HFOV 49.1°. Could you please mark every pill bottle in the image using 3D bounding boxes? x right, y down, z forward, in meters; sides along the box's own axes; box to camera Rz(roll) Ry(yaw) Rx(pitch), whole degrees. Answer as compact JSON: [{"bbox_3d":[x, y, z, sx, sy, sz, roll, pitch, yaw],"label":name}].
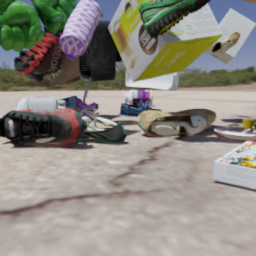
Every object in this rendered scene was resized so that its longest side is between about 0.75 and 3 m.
[{"bbox_3d":[0.696,-1.994,18.846,1.865,1.048,1.048,0,9,-1],"label":"pill bottle"}]

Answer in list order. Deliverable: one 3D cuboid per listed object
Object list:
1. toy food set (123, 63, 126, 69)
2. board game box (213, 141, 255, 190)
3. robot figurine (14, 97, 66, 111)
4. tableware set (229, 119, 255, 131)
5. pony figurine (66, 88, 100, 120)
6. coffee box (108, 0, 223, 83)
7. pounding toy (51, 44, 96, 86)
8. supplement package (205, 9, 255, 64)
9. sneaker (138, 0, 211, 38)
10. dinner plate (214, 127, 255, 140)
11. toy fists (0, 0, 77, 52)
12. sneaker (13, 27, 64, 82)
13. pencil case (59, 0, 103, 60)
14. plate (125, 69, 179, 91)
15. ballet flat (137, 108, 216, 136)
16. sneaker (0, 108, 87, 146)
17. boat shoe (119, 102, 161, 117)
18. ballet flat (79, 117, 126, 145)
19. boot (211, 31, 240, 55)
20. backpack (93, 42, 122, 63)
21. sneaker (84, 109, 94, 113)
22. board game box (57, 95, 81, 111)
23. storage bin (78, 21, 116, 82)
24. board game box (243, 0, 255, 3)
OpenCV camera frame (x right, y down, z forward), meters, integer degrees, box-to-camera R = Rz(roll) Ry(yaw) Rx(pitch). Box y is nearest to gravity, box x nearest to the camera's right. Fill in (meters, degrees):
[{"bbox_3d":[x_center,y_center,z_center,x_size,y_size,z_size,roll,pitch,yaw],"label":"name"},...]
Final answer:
[{"bbox_3d":[0.290,-2.875,13.187,0.331,1.362,1.348,-33,-37,32],"label":"toy food set"},{"bbox_3d":[2.542,0.646,4.999,1.330,0.365,2.107,8,12,36],"label":"board game box"},{"bbox_3d":[-3.329,-0.637,10.607,1.892,1.069,1.605,-2,41,-14],"label":"robot figurine"},{"bbox_3d":[4.568,-0.088,8.781,2.368,0.363,1.595,3,8,-21],"label":"tableware set"},{"bbox_3d":[-1.939,-0.821,11.779,1.672,1.392,1.614,-19,3,-15],"label":"pony figurine"},{"bbox_3d":[1.079,-3.066,8.894,2.249,2.224,2.246,-17,-11,-28],"label":"coffee box"},{"bbox_3d":[-2.402,-2.972,12.484,2.041,1.576,2.217,-24,6,21],"label":"pounding toy"},{"bbox_3d":[3.841,-3.448,10.724,1.117,1.472,1.109,33,3,4],"label":"supplement package"},{"bbox_3d":[1.301,-3.248,6.730,2.362,1.006,0.922,-31,-1,10],"label":"sneaker"},{"bbox_3d":[3.429,0.174,8.427,1.608,0.195,1.608,-1,10,0],"label":"dinner plate"},{"bbox_3d":[-2.533,-3.105,7.711,2.627,1.339,0.903,-43,24,-25],"label":"toy fists"},{"bbox_3d":[-3.012,-2.980,10.930,1.036,2.930,1.431,32,-12,35],"label":"sneaker"},{"bbox_3d":[-1.304,-2.789,7.766,0.768,1.830,0.782,26,-36,-13],"label":"pencil case"},{"bbox_3d":[1.075,-2.862,11.514,2.499,2.504,0.405,10,12,34],"label":"plate"},{"bbox_3d":[1.595,-0.076,8.629,2.617,0.923,0.854,-4,36,-9],"label":"ballet flat"},{"bbox_3d":[-2.347,-0.005,7.191,2.685,0.949,1.312,3,9,29],"label":"sneaker"},{"bbox_3d":[0.563,-0.876,13.177,2.027,0.696,0.853,2,10,10],"label":"boat shoe"},{"bbox_3d":[-0.984,0.040,7.738,1.973,0.675,0.671,2,11,15],"label":"ballet flat"},{"bbox_3d":[2.806,-2.444,8.064,0.646,0.301,0.836,-14,-25,-51],"label":"boot"},{"bbox_3d":[-0.663,-4.176,13.310,1.414,1.749,1.836,42,14,9],"label":"backpack"},{"bbox_3d":[-2.439,-1.054,15.091,1.106,0.424,0.615,12,5,27],"label":"sneaker"},{"bbox_3d":[-2.639,-0.955,12.493,1.149,0.357,1.521,-13,-10,3],"label":"board game box"},{"bbox_3d":[-1.174,-2.806,10.285,0.972,2.074,1.402,-10,19,-26],"label":"storage bin"},{"bbox_3d":[3.018,-3.234,6.815,1.192,0.179,0.569,15,50,-2],"label":"board game box"}]
